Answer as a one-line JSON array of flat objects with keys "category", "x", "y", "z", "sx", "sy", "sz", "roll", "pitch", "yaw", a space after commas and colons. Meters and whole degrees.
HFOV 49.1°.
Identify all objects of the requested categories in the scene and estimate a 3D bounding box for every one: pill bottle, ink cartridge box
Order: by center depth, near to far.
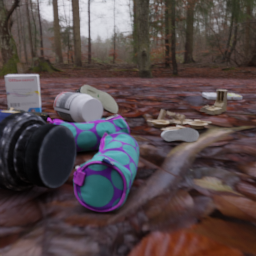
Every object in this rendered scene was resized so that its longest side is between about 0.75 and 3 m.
[{"category": "pill bottle", "x": -2.415, "y": 0.390, "z": 5.359, "sx": 2.640, "sy": 1.476, "sz": 1.476, "roll": 5, "pitch": 14, "yaw": 21}, {"category": "pill bottle", "x": -1.987, "y": -0.779, "z": 11.152, "sx": 1.182, "sy": 1.182, "sz": 2.041, "roll": -11, "pitch": 17, "yaw": -40}, {"category": "ink cartridge box", "x": -4.747, "y": -1.501, "z": 12.824, "sx": 1.358, "sy": 1.845, "sz": 1.334, "roll": -3, "pitch": 13, "yaw": -14}]

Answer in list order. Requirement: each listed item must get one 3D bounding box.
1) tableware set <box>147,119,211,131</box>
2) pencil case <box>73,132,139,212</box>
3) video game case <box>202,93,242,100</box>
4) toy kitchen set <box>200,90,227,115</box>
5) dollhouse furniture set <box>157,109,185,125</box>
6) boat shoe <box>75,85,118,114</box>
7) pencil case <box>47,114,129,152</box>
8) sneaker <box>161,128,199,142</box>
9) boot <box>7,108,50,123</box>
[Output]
[{"category": "tableware set", "x": 1.860, "y": -0.140, "z": 10.454, "sx": 2.141, "sy": 0.248, "sz": 1.788, "roll": -9, "pitch": 16, "yaw": -36}, {"category": "pencil case", "x": -0.320, "y": 0.693, "z": 5.265, "sx": 0.955, "sy": 0.879, "sz": 2.066, "roll": 33, "pitch": 14, "yaw": 0}, {"category": "video game case", "x": 6.488, "y": -2.210, "z": 19.607, "sx": 2.195, "sy": 0.276, "sz": 2.412, "roll": 1, "pitch": 12, "yaw": 5}, {"category": "toy kitchen set", "x": 4.025, "y": -1.260, "z": 13.453, "sx": 1.154, "sy": 1.041, "sz": 0.942, "roll": -16, "pitch": 22, "yaw": -41}, {"category": "dollhouse furniture set", "x": 1.777, "y": -0.343, "z": 11.122, "sx": 1.026, "sy": 0.454, "sz": 0.532, "roll": 18, "pitch": -5, "yaw": 37}, {"category": "boat shoe", "x": -1.350, "y": -1.211, "z": 12.440, "sx": 2.093, "sy": 0.752, "sz": 0.708, "roll": 27, "pitch": -30, "yaw": -34}, {"category": "pencil case", "x": -1.071, "y": 0.148, "z": 7.563, "sx": 2.080, "sy": 0.961, "sz": 0.885, "roll": -6, "pitch": 18, "yaw": -20}, {"category": "sneaker", "x": 1.588, "y": 0.213, "z": 8.614, "sx": 1.137, "sy": 0.434, "sz": 0.458, "roll": 3, "pitch": -4, "yaw": -5}, {"category": "boot", "x": -3.705, "y": -0.374, "z": 10.502, "sx": 1.398, "sy": 0.783, "sz": 2.021, "roll": 2, "pitch": 13, "yaw": -13}]
